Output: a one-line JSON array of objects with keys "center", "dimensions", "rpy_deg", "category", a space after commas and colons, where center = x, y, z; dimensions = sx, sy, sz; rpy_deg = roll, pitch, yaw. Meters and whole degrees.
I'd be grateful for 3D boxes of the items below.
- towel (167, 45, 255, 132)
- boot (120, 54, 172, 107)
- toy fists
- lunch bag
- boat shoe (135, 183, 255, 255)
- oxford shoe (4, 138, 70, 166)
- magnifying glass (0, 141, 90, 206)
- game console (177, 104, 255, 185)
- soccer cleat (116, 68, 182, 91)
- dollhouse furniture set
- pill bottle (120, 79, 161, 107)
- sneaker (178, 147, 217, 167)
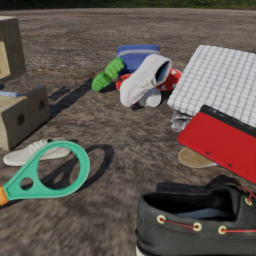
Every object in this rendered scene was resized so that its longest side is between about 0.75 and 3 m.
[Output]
[{"center": [2.597, -0.864, 7.443], "dimensions": [2.391, 1.236, 2.888], "rpy_deg": [19, 54, 17], "category": "towel"}, {"center": [0.492, -1.273, 7.705], "dimensions": [0.631, 1.716, 0.820], "rpy_deg": [33, 0, -34], "category": "boot"}, {"center": [-0.699, -1.820, 9.630], "dimensions": [1.434, 0.493, 0.731], "rpy_deg": [-38, 13, 23], "category": "toy fists"}, {"center": [0.321, -2.473, 10.695], "dimensions": [1.814, 1.233, 1.200], "rpy_deg": [-2, 72, -6], "category": "lunch bag"}, {"center": [1.575, 1.339, 4.076], "dimensions": [2.964, 0.929, 1.084], "rpy_deg": [-1, 9, -6], "category": "boat shoe"}, {"center": [-2.051, 0.499, 6.351], "dimensions": [1.464, 0.423, 0.550], "rpy_deg": [-11, 33, -16], "category": "oxford shoe"}, {"center": [-1.793, 0.974, 4.693], "dimensions": [2.436, 0.970, 0.273], "rpy_deg": [-24, 9, -19], "category": "magnifying glass"}, {"center": [1.955, 0.362, 5.345], "dimensions": [1.676, 0.995, 1.444], "rpy_deg": [30, -3, 23], "category": "game console"}, {"center": [0.766, -1.672, 9.908], "dimensions": [2.418, 0.830, 1.030], "rpy_deg": [-6, 11, 18], "category": "soccer cleat"}, {"center": [-3.458, -1.275, 7.007], "dimensions": [2.001, 2.839, 1.990], "rpy_deg": [8, 28, 14], "category": "dollhouse furniture set"}, {"center": [0.411, -1.110, 9.088], "dimensions": [0.722, 0.722, 1.286], "rpy_deg": [-25, 37, -38], "category": "pill bottle"}, {"center": [1.837, 0.612, 5.927], "dimensions": [1.425, 0.508, 0.802], "rpy_deg": [-9, -21, 25], "category": "sneaker"}]
